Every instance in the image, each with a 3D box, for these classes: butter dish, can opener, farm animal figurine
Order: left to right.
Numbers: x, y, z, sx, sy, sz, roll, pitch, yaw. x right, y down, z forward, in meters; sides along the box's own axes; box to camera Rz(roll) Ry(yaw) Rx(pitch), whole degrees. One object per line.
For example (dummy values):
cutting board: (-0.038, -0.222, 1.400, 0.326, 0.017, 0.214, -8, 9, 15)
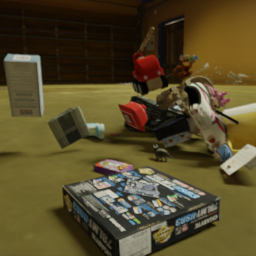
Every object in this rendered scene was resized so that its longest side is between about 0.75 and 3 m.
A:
butter dish: (0.245, -0.426, 8.077, 0.631, 0.854, 0.851, -42, 37, -20)
can opener: (0.925, -0.159, 12.021, 2.250, 0.885, 0.713, 13, 0, 22)
farm animal figurine: (2.302, -0.944, 10.401, 2.580, 2.083, 1.297, 36, -25, -18)

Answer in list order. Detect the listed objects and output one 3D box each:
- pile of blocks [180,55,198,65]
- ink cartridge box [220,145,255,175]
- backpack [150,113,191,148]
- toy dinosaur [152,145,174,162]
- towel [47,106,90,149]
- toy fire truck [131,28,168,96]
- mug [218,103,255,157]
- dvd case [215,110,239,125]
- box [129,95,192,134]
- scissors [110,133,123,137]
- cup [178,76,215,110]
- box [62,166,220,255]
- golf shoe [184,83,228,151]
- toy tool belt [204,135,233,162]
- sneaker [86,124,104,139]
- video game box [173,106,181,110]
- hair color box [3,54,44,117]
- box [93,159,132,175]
pile of blocks: (2.203, -2.380, 9.844, 0.956, 0.297, 0.393, -9, 12, -41)
ink cartridge box: (2.832, 0.854, 6.978, 0.935, 0.237, 1.061, -41, -1, 8)
backpack: (1.555, 0.034, 9.471, 1.353, 1.042, 1.289, -17, 10, 17)
toy dinosaur: (0.966, 0.768, 8.193, 0.298, 0.396, 0.775, -10, 15, -39)
towel: (-1.863, -0.026, 8.894, 1.117, 1.160, 0.200, -29, 36, -17)
toy fire truck: (0.717, -2.545, 10.633, 1.423, 2.212, 1.947, -20, 16, -4)
mug: (3.701, 0.015, 8.839, 1.716, 1.674, 2.090, -3, -1, 28)
dvd case: (2.830, -0.299, 7.983, 0.677, 0.083, 0.948, 32, 11, 20)
box: (1.480, -0.653, 11.998, 2.815, 0.613, 2.255, 20, 11, 4)
scissors: (-0.481, 0.298, 11.284, 0.284, 0.054, 0.775, -4, 14, -30)
cup: (2.657, -1.311, 11.844, 1.643, 1.643, 1.175, -5, 6, -22)
box: (0.154, 1.362, 5.090, 2.094, 0.524, 2.110, -7, 14, -33)
golf shoe: (2.295, -0.313, 8.648, 1.053, 2.286, 0.830, 1, -24, -34)
toy tool belt: (2.582, 0.631, 7.814, 0.560, 0.897, 0.551, -38, 24, 11)
sneaker: (-1.469, 0.130, 10.816, 0.968, 0.590, 1.483, -2, 3, -18)
video game box: (1.918, -0.785, 14.277, 1.682, 0.432, 1.846, -30, 23, -21)
hair color box: (-3.064, -1.216, 8.353, 0.896, 1.810, 0.549, 1, 33, -9)
box: (-0.407, 1.053, 7.376, 0.855, 0.167, 0.585, 9, 15, 35)
